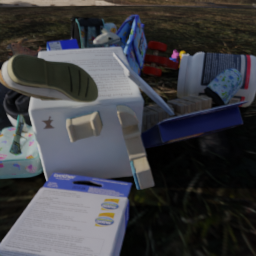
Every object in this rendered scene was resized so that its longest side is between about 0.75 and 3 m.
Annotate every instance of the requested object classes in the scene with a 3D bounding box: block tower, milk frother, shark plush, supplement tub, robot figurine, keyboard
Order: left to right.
[{"bbox_3d":[-4.666,-1.418,8.059,2.461,2.616,2.361,14,76,25],"label":"milk frother"},{"bbox_3d":[-2.778,-0.448,7.631,1.008,1.616,1.214,-12,61,-13],"label":"robot figurine"},{"bbox_3d":[-0.486,-2.358,7.539,0.467,0.428,1.028,48,32,13],"label":"shark plush"},{"bbox_3d":[0.404,-0.840,5.903,0.119,2.232,0.628,-37,58,14],"label":"keyboard"},{"bbox_3d":[1.239,-0.358,8.246,2.632,0.761,0.711,-13,23,-27],"label":"block tower"},{"bbox_3d":[3.065,-1.698,9.767,2.490,1.747,1.747,8,30,13],"label":"supplement tub"}]

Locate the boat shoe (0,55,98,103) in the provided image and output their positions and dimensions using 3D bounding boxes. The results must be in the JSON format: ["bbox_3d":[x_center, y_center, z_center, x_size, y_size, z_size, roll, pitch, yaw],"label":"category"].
[{"bbox_3d":[-1.230,-0.745,4.552,0.566,0.618,1.654,-11,-17,40],"label":"boat shoe"}]

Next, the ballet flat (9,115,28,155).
[{"bbox_3d":[-2.010,0.136,5.242,0.282,0.761,0.282,8,-15,2],"label":"ballet flat"}]

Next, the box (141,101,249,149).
[{"bbox_3d":[1.256,0.032,6.177,1.673,0.448,2.762,-13,-6,-9],"label":"box"}]

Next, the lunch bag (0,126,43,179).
[{"bbox_3d":[-2.641,0.550,6.820,1.298,0.624,1.618,-6,29,-6],"label":"lunch bag"}]

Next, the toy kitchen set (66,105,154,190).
[{"bbox_3d":[-0.325,0.373,5.171,1.215,1.517,0.894,-15,19,0],"label":"toy kitchen set"}]

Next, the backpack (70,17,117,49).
[{"bbox_3d":[-1.442,-3.271,11.869,1.987,2.592,2.279,-2,21,-18],"label":"backpack"}]

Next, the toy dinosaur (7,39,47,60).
[{"bbox_3d":[-2.627,-1.835,9.535,1.182,1.867,2.755,4,1,25],"label":"toy dinosaur"}]

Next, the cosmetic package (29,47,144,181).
[{"bbox_3d":[-0.955,-0.380,6.556,2.114,2.102,2.527,-5,39,-8],"label":"cosmetic package"}]

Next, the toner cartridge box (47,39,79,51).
[{"bbox_3d":[-1.847,-1.827,7.802,0.768,0.349,1.618,-11,-14,-19],"label":"toner cartridge box"}]

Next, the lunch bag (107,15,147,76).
[{"bbox_3d":[-0.003,-2.272,8.587,0.977,2.078,1.564,18,-10,20],"label":"lunch bag"}]

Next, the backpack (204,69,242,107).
[{"bbox_3d":[2.973,-1.289,8.551,1.083,0.832,0.883,-36,59,1],"label":"backpack"}]

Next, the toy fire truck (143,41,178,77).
[{"bbox_3d":[0.935,-3.179,13.188,2.522,1.414,2.118,14,8,23],"label":"toy fire truck"}]

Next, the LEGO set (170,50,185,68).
[{"bbox_3d":[2.694,-3.452,13.947,0.766,0.824,2.007,-21,35,-32],"label":"LEGO set"}]

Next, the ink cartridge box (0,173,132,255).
[{"bbox_3d":[-1.015,1.858,4.447,1.748,0.615,2.929,4,30,10],"label":"ink cartridge box"}]
